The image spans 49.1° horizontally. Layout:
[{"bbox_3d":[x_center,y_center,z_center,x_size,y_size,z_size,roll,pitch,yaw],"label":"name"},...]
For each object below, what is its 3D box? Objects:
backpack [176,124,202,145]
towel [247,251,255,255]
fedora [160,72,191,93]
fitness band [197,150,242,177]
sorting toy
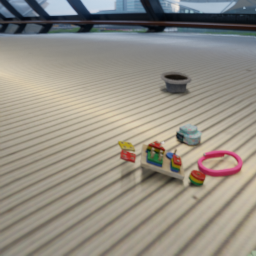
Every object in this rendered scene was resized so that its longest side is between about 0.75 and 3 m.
[{"bbox_3d":[2.350,0.263,10.659,0.779,0.661,0.877,-18,36,-34],"label":"backpack"},{"bbox_3d":[3.177,3.104,4.919,1.600,0.245,2.097,3,24,5],"label":"towel"},{"bbox_3d":[2.804,-2.633,16.612,1.749,0.893,1.977,-11,28,-21],"label":"fedora"},{"bbox_3d":[2.945,1.127,8.996,1.408,0.264,1.011,-8,33,-6],"label":"fitness band"},{"bbox_3d":[1.005,0.843,8.556,2.762,0.467,1.332,18,22,-2],"label":"sorting toy"}]
